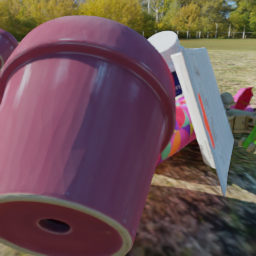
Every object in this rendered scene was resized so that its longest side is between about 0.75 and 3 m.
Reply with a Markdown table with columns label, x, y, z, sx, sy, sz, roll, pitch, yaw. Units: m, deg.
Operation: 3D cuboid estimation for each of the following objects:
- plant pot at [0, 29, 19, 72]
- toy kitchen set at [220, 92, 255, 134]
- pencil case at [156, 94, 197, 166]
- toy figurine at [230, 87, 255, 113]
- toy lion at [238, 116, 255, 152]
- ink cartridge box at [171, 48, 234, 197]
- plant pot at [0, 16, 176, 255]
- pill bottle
| label | x | y | z | sx | sy | sz | roll | pitch | yaw |
| --- | --- | --- | --- | --- | --- | --- | --- | --- | --- |
| plant pot | -9.312 | -5.100 | 19.461 | 2.949 | 2.949 | 2.639 | -2 | 34 | -5 |
| toy kitchen set | 3.141 | -0.297 | 7.659 | 1.282 | 1.159 | 1.421 | 18 | 26 | 40 |
| pencil case | 0.979 | -0.058 | 6.845 | 1.292 | 1.292 | 2.924 | 12 | 25 | 32 |
| toy figurine | 4.392 | -0.627 | 8.830 | 2.153 | 1.756 | 2.340 | -8 | 41 | 20 |
| toy lion | 3.152 | 0.074 | 6.595 | 0.943 | 0.984 | 0.338 | 0 | 33 | -44 |
| ink cartridge box | 1.369 | -0.342 | 5.459 | 0.833 | 2.373 | 2.920 | -14 | 9 | 30 |
| plant pot | -0.676 | 0.295 | 3.772 | 2.659 | 2.659 | 2.380 | 2 | 48 | 7 |
| pill bottle | 1.339 | -1.782 | 8.689 | 1.255 | 2.170 | 1.255 | -17 | 45 | 18 |
